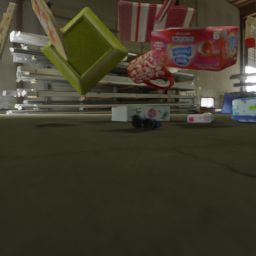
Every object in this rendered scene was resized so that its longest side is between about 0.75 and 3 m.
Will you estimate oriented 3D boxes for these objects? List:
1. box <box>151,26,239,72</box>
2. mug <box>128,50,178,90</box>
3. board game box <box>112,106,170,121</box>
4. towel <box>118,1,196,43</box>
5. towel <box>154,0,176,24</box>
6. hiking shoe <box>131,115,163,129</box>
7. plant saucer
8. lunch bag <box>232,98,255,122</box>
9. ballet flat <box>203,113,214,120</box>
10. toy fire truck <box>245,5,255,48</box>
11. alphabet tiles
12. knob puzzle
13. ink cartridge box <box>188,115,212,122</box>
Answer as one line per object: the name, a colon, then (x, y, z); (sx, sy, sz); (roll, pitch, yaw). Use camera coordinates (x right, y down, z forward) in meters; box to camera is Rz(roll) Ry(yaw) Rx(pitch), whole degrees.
box: (1.910, -2.364, 8.251); (2.287, 1.092, 1.140); (16, 30, 40)
mug: (1.004, -2.431, 11.790); (1.907, 1.693, 1.272); (-14, -16, 42)
board game box: (0.648, -0.765, 14.827); (2.519, 0.810, 1.858); (-1, 4, -27)
towel: (1.074, -4.260, 11.460); (2.946, 0.335, 2.122); (5, -20, 1)
towel: (1.249, -3.537, 6.900); (0.250, 1.609, 2.225); (30, 37, -3)
hiking shoe: (0.513, -0.134, 8.405); (0.473, 0.406, 1.092); (7, 9, -35)
plant saucer: (-1.782, -3.110, 11.113); (2.621, 2.625, 0.628); (-42, -2, 3)
lunch bag: (6.385, -0.842, 12.872); (2.839, 1.171, 2.282); (-2, 5, -27)
ballet flat: (4.636, -0.682, 16.369); (0.459, 0.425, 1.303); (2, 3, -18)
toy fire truck: (4.139, -3.375, 8.855); (1.031, 1.462, 0.356); (-12, 10, 33)
alphabet tiles: (-3.653, -2.803, 8.177); (0.078, 1.721, 2.059); (14, 15, -34)
knob puzzle: (-2.361, -3.215, 8.883); (0.344, 2.478, 2.478); (-30, 12, -13)
ink cartridge box: (3.502, -0.468, 13.533); (1.040, 0.366, 1.744); (1, 7, 19)
